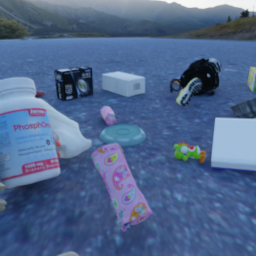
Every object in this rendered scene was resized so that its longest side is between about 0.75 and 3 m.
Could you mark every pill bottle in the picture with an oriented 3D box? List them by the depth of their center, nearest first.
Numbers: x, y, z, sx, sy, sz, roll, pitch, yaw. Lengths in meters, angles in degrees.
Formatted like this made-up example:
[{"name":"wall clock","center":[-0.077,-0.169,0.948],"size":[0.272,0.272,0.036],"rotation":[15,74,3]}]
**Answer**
[{"name":"pill bottle","center":[-2.334,0.103,6.211],"size":[1.221,2.246,1.221],"rotation":[-14,-4,-1]}]

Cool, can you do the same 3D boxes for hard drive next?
[{"name":"hard drive","center":[3.612,0.430,7.231],"size":[2.695,0.342,1.778],"rotation":[3,41,20]}]

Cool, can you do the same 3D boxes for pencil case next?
[{"name":"pencil case","center":[-0.148,1.041,5.091],"size":[0.662,0.662,1.515],"rotation":[-14,68,-31]},{"name":"pencil case","center":[-0.727,-0.466,10.255],"size":[0.468,0.468,1.070],"rotation":[-5,22,-13]}]

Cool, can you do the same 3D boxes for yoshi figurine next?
[{"name":"yoshi figurine","center":[1.616,0.727,7.545],"size":[0.855,0.481,0.479],"rotation":[19,66,9]}]

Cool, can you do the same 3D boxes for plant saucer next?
[{"name":"plant saucer","center":[-0.173,0.186,8.991],"size":[1.492,0.204,1.492],"rotation":[0,21,0]}]

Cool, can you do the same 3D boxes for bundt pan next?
[{"name":"bundt pan","center":[4.588,-0.747,10.008],"size":[1.741,0.653,1.741],"rotation":[-18,-5,-2]}]

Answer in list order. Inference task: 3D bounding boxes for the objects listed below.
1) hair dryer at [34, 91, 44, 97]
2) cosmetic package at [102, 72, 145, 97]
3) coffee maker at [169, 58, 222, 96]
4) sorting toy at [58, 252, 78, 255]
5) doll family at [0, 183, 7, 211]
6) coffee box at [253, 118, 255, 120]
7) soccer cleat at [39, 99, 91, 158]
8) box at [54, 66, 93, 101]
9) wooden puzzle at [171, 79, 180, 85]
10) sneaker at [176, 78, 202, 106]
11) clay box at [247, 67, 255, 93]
[{"name":"hair dryer","center":[-4.553,-1.657,13.415],"size":[1.071,0.291,0.816],"rotation":[1,21,1]},{"name":"cosmetic package","center":[-0.274,-2.245,14.152],"size":[1.173,0.844,2.080],"rotation":[-18,27,-37]},{"name":"coffee maker","center":[3.460,-2.645,14.120],"size":[2.292,1.607,2.386],"rotation":[7,22,18]},{"name":"sorting toy","center":[-1.495,2.537,2.915],"size":[2.688,0.396,1.987],"rotation":[-8,28,-27]},{"name":"doll family","center":[-2.808,0.389,4.723],"size":[1.167,2.973,1.719],"rotation":[-8,64,-29]},{"name":"coffee box","center":[5.429,-0.044,8.931],"size":[2.956,0.650,1.818],"rotation":[-16,27,-33]},{"name":"soccer cleat","center":[-1.983,-0.032,7.916],"size":[0.981,0.877,2.530],"rotation":[-14,42,-35]},{"name":"box","center":[-2.509,-2.096,13.086],"size":[1.643,1.345,0.708],"rotation":[-18,28,-39]},{"name":"wooden puzzle","center":[2.873,-2.637,16.087],"size":[0.792,0.094,1.336],"rotation":[5,23,12]},{"name":"sneaker","center":[2.509,-1.541,11.777],"size":[1.416,0.553,0.640],"rotation":[-48,20,-6]},{"name":"clay box","center":[6.638,-2.556,14.657],"size":[0.421,1.016,1.768],"rotation":[6,23,12]}]
